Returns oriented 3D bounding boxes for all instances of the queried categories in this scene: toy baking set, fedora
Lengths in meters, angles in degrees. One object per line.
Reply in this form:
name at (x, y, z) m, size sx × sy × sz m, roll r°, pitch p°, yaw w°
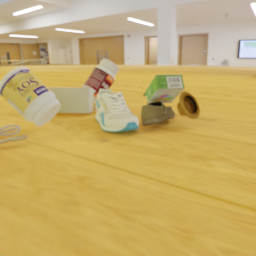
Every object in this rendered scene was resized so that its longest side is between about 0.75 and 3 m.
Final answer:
toy baking set at (-4.141, 0.188, 7.853) m, size 2.406 × 0.280 × 1.847 m, roll 8°, pitch 23°, yaw 26°
fedora at (2.014, -0.723, 9.697) m, size 1.108 × 1.108 × 0.452 m, roll -17°, pitch -12°, yaw -45°

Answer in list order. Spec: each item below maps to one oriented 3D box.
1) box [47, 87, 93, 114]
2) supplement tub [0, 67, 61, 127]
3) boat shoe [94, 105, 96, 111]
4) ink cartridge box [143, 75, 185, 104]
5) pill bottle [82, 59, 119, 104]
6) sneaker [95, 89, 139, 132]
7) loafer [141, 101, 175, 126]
box at (-2.823, -1.165, 11.700) m, size 2.652 × 1.089 × 0.907 m, roll 3°, pitch 6°, yaw 6°
supplement tub at (-3.185, -0.992, 9.147) m, size 1.718 × 1.249 × 1.249 m, roll 43°, pitch 24°, yaw 3°
boat shoe at (-0.806, -0.895, 12.052) m, size 1.334 × 0.475 × 0.417 m, roll -6°, pitch -12°, yaw -15°
ink cartridge box at (1.221, -1.279, 10.164) m, size 0.971 × 0.555 × 1.871 m, roll -4°, pitch -15°, yaw -13°
pill bottle at (-1.355, -2.254, 13.570) m, size 1.144 × 2.004 × 1.144 m, roll 31°, pitch -6°, yaw 4°
sneaker at (-0.506, -0.616, 9.733) m, size 1.100 × 1.162 × 2.877 m, roll -6°, pitch 19°, yaw -24°
loafer at (1.093, -0.591, 9.989) m, size 0.831 × 0.737 × 2.186 m, roll -9°, pitch 6°, yaw 25°
